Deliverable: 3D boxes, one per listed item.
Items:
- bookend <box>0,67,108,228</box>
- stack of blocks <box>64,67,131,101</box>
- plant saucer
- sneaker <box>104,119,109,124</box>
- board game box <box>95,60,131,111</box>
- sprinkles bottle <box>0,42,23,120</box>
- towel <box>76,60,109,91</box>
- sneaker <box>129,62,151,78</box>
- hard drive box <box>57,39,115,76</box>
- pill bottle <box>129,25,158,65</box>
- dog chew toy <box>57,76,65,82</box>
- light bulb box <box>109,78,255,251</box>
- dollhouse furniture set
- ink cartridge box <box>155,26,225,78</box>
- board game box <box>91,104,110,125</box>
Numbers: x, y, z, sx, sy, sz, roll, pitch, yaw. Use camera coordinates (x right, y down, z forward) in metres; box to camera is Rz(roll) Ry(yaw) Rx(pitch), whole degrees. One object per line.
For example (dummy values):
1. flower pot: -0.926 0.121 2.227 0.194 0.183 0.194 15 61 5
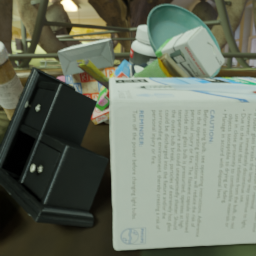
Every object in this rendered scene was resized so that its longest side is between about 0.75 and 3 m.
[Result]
1. bookend: -1.023 0.168 4.121 0.855 1.844 1.856 24 -4 -42
2. stack of blocks: -0.975 -1.329 10.342 2.840 1.635 0.832 2 14 34
3. plant saucer: 1.747 -2.673 9.059 2.879 2.879 0.518 -9 -18 -31
4. sneaker: -0.668 -0.385 9.366 0.426 0.401 1.041 2 13 -42
5. board game box: -0.452 -1.277 8.522 0.275 1.362 1.042 31 42 -21
6. sprinkles bottle: -3.767 -1.324 8.634 0.883 2.588 0.883 -3 48 3
7. towel: -0.498 -1.006 5.870 1.283 0.146 0.921 36 -5 -24
8. sneaker: 0.197 -1.209 8.031 1.817 1.183 0.725 -39 -21 2
9. hard drive box: -1.429 -2.684 10.401 1.766 0.870 2.265 -11 20 4
10. pill bottle: 0.720 -2.448 10.435 1.375 2.414 1.375 7 32 -4
11. dog chew toy: -3.139 -1.375 11.518 2.102 1.309 1.309 -15 20 -22
12. light bulb box: 1.146 0.202 4.362 2.872 1.792 2.847 -1 15 -5
13. dollhouse furniture set: 0.985 -0.625 6.669 1.258 1.920 0.964 -30 23 47
14. ink cartridge box: 1.524 -1.806 7.136 0.624 1.083 1.484 -47 19 -14
15. board game box: -0.581 -0.677 8.902 1.183 0.274 0.896 -23 38 18
